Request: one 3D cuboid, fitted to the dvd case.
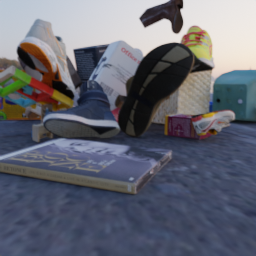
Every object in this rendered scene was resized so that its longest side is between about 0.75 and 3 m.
[{"bbox_3d":[-0.757,0.543,4.984,2.664,0.213,1.981,4,10,22],"label":"dvd case"}]

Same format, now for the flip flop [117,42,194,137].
[{"bbox_3d":[0.635,-0.923,7.088,1.134,2.795,0.805,36,35,10],"label":"flip flop"}]

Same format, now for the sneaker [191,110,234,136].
[{"bbox_3d":[2.141,-0.124,7.023,1.379,0.567,0.537,-11,1,-30],"label":"sneaker"}]

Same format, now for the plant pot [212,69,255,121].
[{"bbox_3d":[4.564,-1.227,11.149,2.027,2.028,2.869,8,17,41],"label":"plant pot"}]

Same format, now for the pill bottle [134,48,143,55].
[{"bbox_3d":[0.208,-2.497,10.403,0.511,0.511,0.920,-2,-18,-13],"label":"pill bottle"}]

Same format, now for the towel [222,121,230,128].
[{"bbox_3d":[2.543,-0.152,9.240,1.107,0.288,1.670,7,11,41],"label":"towel"}]

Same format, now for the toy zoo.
[{"bbox_3d":[-2.449,-0.794,7.423,1.410,0.220,2.149,-13,-31,41],"label":"toy zoo"}]

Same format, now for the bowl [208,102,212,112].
[{"bbox_3d":[2.988,-0.907,13.130,2.865,0.562,2.865,-1,8,0],"label":"bowl"}]

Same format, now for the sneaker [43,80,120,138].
[{"bbox_3d":[-1.261,-0.538,7.042,2.069,1.495,0.787,7,-33,-44],"label":"sneaker"}]

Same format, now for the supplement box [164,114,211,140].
[{"bbox_3d":[1.648,-0.058,7.711,1.094,0.565,0.716,8,12,41],"label":"supplement box"}]

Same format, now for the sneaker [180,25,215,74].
[{"bbox_3d":[1.792,-2.198,7.845,1.141,1.318,2.919,-3,13,19],"label":"sneaker"}]

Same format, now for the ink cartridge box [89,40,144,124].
[{"bbox_3d":[-0.316,-1.385,8.854,1.579,2.182,0.920,31,-3,-26],"label":"ink cartridge box"}]

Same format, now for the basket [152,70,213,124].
[{"bbox_3d":[1.725,-1.289,10.347,2.241,2.221,1.802,-7,14,-43],"label":"basket"}]

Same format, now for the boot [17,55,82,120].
[{"bbox_3d":[-3.143,-1.823,10.028,2.936,2.147,1.031,-45,-1,-42],"label":"boot"}]

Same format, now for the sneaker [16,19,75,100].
[{"bbox_3d":[-1.791,-1.624,7.026,0.925,1.124,2.444,9,-24,10],"label":"sneaker"}]

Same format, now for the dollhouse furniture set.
[{"bbox_3d":[-2.107,-0.167,7.090,0.698,0.694,0.990,16,20,32],"label":"dollhouse furniture set"}]

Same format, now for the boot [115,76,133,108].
[{"bbox_3d":[0.389,-0.970,8.124,1.108,0.528,1.432,9,-32,-30],"label":"boot"}]

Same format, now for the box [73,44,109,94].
[{"bbox_3d":[-1.009,-2.126,11.309,1.265,2.362,1.753,7,22,36],"label":"box"}]

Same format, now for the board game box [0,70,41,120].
[{"bbox_3d":[-4.429,-1.411,11.832,1.958,1.956,1.956,0,9,-2],"label":"board game box"}]

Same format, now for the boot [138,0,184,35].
[{"bbox_3d":[0.566,-1.938,5.105,0.868,0.809,0.279,-6,-27,35],"label":"boot"}]
